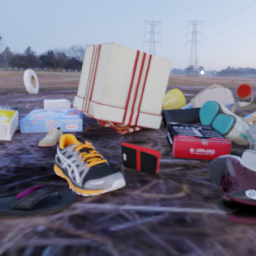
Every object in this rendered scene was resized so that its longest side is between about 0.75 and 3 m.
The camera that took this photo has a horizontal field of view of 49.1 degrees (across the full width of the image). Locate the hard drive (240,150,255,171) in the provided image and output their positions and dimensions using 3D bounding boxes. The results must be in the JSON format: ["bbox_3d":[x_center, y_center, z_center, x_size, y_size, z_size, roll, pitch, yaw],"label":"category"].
[{"bbox_3d":[2.728,0.792,4.050,1.951,0.256,1.287,16,7,-35],"label":"hard drive"}]

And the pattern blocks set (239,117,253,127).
[{"bbox_3d":[4.604,-0.239,11.457,2.080,0.192,2.367,5,12,22],"label":"pattern blocks set"}]

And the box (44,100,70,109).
[{"bbox_3d":[-3.477,-0.964,13.710,1.142,0.746,1.136,-4,12,-21],"label":"box"}]

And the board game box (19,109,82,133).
[{"bbox_3d":[-2.895,-0.346,11.120,2.132,0.516,2.819,-2,11,-8],"label":"board game box"}]

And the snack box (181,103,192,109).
[{"bbox_3d":[2.756,-0.892,13.209,0.901,0.288,1.551,-31,-2,33],"label":"snack box"}]

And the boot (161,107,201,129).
[{"bbox_3d":[2.426,-0.328,10.429,2.157,0.708,1.778,-4,17,-5],"label":"boot"}]

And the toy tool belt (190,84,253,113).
[{"bbox_3d":[4.024,-1.092,12.020,2.460,1.536,1.512,-19,-17,21],"label":"toy tool belt"}]

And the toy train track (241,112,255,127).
[{"bbox_3d":[4.245,-0.226,9.463,2.614,1.499,0.425,-23,47,-24],"label":"toy train track"}]

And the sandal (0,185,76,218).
[{"bbox_3d":[-1.515,1.084,4.223,1.444,0.346,0.543,-3,11,-16],"label":"sandal"}]

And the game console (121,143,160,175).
[{"bbox_3d":[0.239,0.610,5.474,0.756,0.855,0.133,16,56,13],"label":"game console"}]

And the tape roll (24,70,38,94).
[{"bbox_3d":[-9.590,-4.553,27.770,0.445,2.438,2.438,-7,10,5],"label":"tape roll"}]

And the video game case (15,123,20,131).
[{"bbox_3d":[-5.108,0.071,9.638,2.190,0.279,1.979,0,11,5],"label":"video game case"}]

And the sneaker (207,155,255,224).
[{"bbox_3d":[1.621,0.923,4.342,0.999,0.654,1.729,-8,14,-26],"label":"sneaker"}]

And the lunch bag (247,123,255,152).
[{"bbox_3d":[3.872,0.209,6.384,2.165,1.273,1.776,0,9,17],"label":"lunch bag"}]

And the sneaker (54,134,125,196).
[{"bbox_3d":[-0.829,0.664,5.274,0.798,0.788,2.039,-8,15,-42],"label":"sneaker"}]

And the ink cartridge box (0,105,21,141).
[{"bbox_3d":[-4.978,-0.302,8.570,2.967,0.697,2.932,6,12,-18],"label":"ink cartridge box"}]

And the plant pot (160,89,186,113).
[{"bbox_3d":[2.146,-1.267,14.481,1.165,1.238,1.238,-21,18,-18],"label":"plant pot"}]

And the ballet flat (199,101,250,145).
[{"bbox_3d":[3.052,-0.125,8.957,0.911,0.986,2.923,28,17,-9],"label":"ballet flat"}]

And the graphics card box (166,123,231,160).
[{"bbox_3d":[1.783,0.308,7.591,1.343,0.545,2.141,3,12,1],"label":"graphics card box"}]

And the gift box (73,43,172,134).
[{"bbox_3d":[-0.528,-1.355,10.052,2.992,2.794,2.761,8,7,-26],"label":"gift box"}]

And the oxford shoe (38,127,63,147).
[{"bbox_3d":[-2.278,0.255,8.206,0.435,0.454,1.230,1,11,7],"label":"oxford shoe"}]
